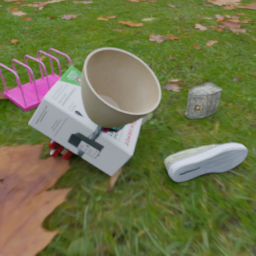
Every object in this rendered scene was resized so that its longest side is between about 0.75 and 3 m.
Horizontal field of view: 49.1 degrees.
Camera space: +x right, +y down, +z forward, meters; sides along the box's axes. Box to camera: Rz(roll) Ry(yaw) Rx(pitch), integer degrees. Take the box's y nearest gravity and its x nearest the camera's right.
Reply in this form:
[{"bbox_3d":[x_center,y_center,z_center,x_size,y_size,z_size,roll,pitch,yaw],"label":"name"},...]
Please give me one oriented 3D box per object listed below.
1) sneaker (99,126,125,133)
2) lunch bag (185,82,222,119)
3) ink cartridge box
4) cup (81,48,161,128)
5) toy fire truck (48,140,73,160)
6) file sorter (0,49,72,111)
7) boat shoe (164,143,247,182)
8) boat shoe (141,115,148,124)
[{"bbox_3d":[-0.541,-0.271,7.197,1.277,0.534,0.771,32,84,36],"label":"sneaker"},{"bbox_3d":[2.815,-0.998,10.752,1.348,1.106,0.793,-20,42,-25],"label":"lunch bag"},{"bbox_3d":[-1.097,-0.226,8.368,2.832,1.176,2.076,34,36,-13],"label":"ink cartridge box"},{"bbox_3d":[-0.309,-0.626,5.690,1.599,1.143,1.599,16,52,-21],"label":"cup"},{"bbox_3d":[-2.025,0.370,9.071,1.275,0.715,1.071,-47,20,2],"label":"toy fire truck"},{"bbox_3d":[-3.848,-2.203,11.958,1.788,1.614,2.573,30,46,34],"label":"file sorter"},{"bbox_3d":[2.323,0.874,8.441,2.547,0.917,0.790,-12,35,-12],"label":"boat shoe"},{"bbox_3d":[0.091,-1.039,9.360,0.800,2.394,0.682,-34,50,-13],"label":"boat shoe"}]
